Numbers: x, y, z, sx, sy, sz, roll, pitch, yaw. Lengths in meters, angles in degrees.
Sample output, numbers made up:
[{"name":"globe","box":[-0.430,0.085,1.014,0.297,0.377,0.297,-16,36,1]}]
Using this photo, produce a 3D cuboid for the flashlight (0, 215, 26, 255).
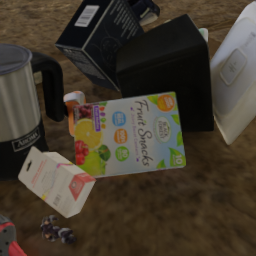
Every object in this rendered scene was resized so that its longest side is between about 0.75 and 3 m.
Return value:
[{"name":"flashlight","box":[-1.952,2.216,5.004,1.558,0.528,0.529,28,40,27]}]

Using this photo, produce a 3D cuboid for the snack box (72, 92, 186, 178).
[{"name":"snack box","box":[-0.011,0.192,6.346,2.344,0.621,1.667,-7,79,4]}]

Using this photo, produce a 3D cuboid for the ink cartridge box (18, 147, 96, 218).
[{"name":"ink cartridge box","box":[-1.510,1.069,5.843,1.455,0.847,0.491,31,8,19]}]

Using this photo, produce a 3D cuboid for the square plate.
[{"name":"square plate","box":[2.877,-1.560,7.357,0.420,2.924,2.952,15,36,-17]}]

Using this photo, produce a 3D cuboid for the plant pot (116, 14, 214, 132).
[{"name":"plant pot","box":[0.900,-1.314,7.623,2.160,2.435,2.429,-12,37,8]}]

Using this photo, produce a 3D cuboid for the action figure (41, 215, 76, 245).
[{"name":"action figure","box":[-1.325,1.886,5.122,0.776,0.505,0.269,9,22,33]}]

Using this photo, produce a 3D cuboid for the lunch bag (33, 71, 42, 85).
[{"name":"lunch bag","box":[-3.002,-1.715,9.118,0.789,0.566,0.962,-31,26,-29]}]

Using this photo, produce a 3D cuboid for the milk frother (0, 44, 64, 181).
[{"name":"milk frother","box":[-3.124,-0.659,6.572,2.763,2.599,2.494,13,37,14]}]

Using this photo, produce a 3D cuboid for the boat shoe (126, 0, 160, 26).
[{"name":"boat shoe","box":[-0.097,-4.330,10.865,2.466,1.144,0.921,-19,65,33]}]

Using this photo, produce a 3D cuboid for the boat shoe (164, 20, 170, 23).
[{"name":"boat shoe","box":[1.260,-3.355,10.629,2.383,0.860,0.774,-40,40,-21]}]

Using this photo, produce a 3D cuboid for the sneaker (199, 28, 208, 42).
[{"name":"sneaker","box":[1.514,-2.403,8.760,1.205,2.044,0.752,28,23,-21]}]

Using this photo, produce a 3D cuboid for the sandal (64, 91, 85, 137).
[{"name":"sandal","box":[-1.575,-0.555,7.846,0.697,0.522,1.820,-37,41,17]}]

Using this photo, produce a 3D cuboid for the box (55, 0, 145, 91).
[{"name":"box","box":[-0.692,-2.617,8.509,1.299,2.061,2.096,21,76,37]}]
